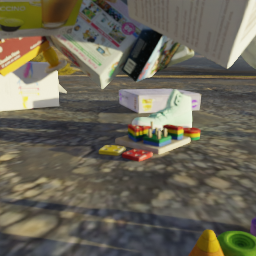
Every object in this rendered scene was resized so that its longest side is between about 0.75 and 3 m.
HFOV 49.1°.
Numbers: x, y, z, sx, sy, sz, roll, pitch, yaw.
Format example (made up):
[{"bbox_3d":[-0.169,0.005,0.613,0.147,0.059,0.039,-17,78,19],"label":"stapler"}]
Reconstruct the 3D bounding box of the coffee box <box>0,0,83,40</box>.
[{"bbox_3d":[-1.819,-2.700,4.326,1.824,1.827,1.807,-17,-14,-31],"label":"coffee box"}]

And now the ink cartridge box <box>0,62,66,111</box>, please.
[{"bbox_3d":[-4.213,-1.797,11.625,2.898,1.815,1.863,-8,15,-30],"label":"ink cartridge box"}]

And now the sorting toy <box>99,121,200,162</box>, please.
[{"bbox_3d":[0.505,0.156,6.258,1.228,0.431,2.547,11,17,41],"label":"sorting toy"}]

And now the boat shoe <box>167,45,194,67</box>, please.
[{"bbox_3d":[1.490,-2.861,11.207,2.226,0.714,0.821,-15,-2,29],"label":"boat shoe"}]

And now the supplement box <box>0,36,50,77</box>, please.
[{"bbox_3d":[-3.307,-2.683,6.487,2.099,2.070,1.394,32,64,34],"label":"supplement box"}]

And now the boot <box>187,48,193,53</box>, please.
[{"bbox_3d":[2.464,-3.793,9.002,1.819,2.352,0.847,-18,16,4],"label":"boot"}]

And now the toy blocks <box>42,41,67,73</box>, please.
[{"bbox_3d":[-2.470,-3.217,9.076,0.822,2.264,1.887,13,48,41],"label":"toy blocks"}]

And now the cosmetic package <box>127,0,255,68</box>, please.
[{"bbox_3d":[1.181,-2.350,4.089,2.014,1.675,1.685,36,-16,19],"label":"cosmetic package"}]

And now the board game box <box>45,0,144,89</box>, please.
[{"bbox_3d":[-0.465,-2.834,7.125,2.163,2.932,0.942,42,-9,7],"label":"board game box"}]

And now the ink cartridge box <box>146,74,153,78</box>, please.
[{"bbox_3d":[0.433,-3.017,9.495,0.892,2.130,1.546,13,54,38],"label":"ink cartridge box"}]

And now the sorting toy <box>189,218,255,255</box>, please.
[{"bbox_3d":[1.002,0.983,2.582,1.338,0.461,0.464,-11,17,-38],"label":"sorting toy"}]

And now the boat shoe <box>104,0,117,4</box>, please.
[{"bbox_3d":[-0.206,-3.448,6.351,0.526,1.537,0.574,31,-17,-14],"label":"boat shoe"}]

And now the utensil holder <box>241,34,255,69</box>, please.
[{"bbox_3d":[3.981,-2.622,6.487,1.965,1.965,2.312,-4,-13,-15],"label":"utensil holder"}]

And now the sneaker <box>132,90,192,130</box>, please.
[{"bbox_3d":[0.910,-0.491,7.445,1.799,1.061,0.662,-3,8,-27],"label":"sneaker"}]

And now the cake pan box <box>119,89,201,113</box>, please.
[{"bbox_3d":[1.158,-1.195,11.556,2.557,0.726,2.777,-2,13,-18],"label":"cake pan box"}]

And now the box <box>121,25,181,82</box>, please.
[{"bbox_3d":[1.099,-2.584,6.826,0.537,2.850,1.947,41,37,11],"label":"box"}]
